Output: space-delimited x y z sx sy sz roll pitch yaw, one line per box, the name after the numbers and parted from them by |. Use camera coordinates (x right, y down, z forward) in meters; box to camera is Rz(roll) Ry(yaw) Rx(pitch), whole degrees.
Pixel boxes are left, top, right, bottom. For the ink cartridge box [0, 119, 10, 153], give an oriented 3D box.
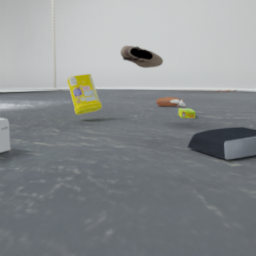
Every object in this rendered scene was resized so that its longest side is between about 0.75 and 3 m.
-4.451 0.226 7.303 2.163 0.915 1.563 3 11 25 | ink cartridge box

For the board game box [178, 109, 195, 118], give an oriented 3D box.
2.946 -0.741 14.174 0.667 0.313 1.313 1 11 3 | board game box

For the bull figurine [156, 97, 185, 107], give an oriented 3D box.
2.837 -1.732 18.701 1.949 0.635 1.183 4 8 9 | bull figurine

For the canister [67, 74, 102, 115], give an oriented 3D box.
-2.055 -1.580 13.033 1.250 1.683 0.728 -14 -9 -27 | canister

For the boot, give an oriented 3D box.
0.680 -2.827 11.236 2.126 0.747 1.554 4 10 -17 | boot

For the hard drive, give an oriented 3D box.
2.972 0.363 7.747 2.283 0.483 1.540 -6 12 -29 | hard drive
